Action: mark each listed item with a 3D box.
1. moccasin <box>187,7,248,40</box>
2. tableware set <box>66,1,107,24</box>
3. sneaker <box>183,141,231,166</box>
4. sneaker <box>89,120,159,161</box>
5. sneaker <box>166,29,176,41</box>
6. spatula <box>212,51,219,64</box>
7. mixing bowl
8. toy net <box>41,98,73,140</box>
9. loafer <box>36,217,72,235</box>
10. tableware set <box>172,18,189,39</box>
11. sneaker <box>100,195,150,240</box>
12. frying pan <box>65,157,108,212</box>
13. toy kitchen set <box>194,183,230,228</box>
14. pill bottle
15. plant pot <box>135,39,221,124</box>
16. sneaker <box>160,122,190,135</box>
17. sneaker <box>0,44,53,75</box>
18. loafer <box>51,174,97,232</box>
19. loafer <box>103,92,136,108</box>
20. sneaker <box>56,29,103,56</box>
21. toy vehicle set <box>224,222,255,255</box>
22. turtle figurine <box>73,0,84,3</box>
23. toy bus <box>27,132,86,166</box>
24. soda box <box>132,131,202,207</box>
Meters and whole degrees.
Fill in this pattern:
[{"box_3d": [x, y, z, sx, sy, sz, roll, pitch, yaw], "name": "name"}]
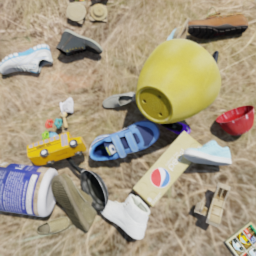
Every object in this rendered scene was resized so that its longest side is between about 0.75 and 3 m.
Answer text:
[{"box_3d": [3.836, -4.589, 12.229, 2.776, 1.015, 1.071, -10, 74, -3], "name": "moccasin"}, {"box_3d": [-1.791, -5.767, 12.608, 1.897, 0.263, 2.271, 4, 90, -4], "name": "tableware set"}, {"box_3d": [2.828, 0.846, 10.107, 2.031, 0.751, 0.832, 13, 67, -27], "name": "sneaker"}, {"box_3d": [-0.189, 0.580, 10.243, 2.832, 1.165, 1.047, -21, 97, 21], "name": "sneaker"}, {"box_3d": [1.896, -3.829, 11.760, 0.345, 0.382, 0.933, 26, 77, -10], "name": "sneaker"}, {"box_3d": [3.471, -2.202, 11.892, 0.750, 0.273, 2.654, 0, 61, 42], "name": "spatula"}, {"box_3d": [4.298, -0.210, 10.956, 1.482, 1.482, 0.803, -28, 101, -7], "name": "mixing bowl"}, {"box_3d": [-2.786, -0.322, 10.929, 0.418, 1.136, 2.166, 3, 64, 29], "name": "toy net"}, {"box_3d": [-2.736, 3.630, 10.268, 1.342, 0.452, 0.510, -19, 76, -5], "name": "loafer"}, {"box_3d": [1.696, -2.511, 10.687, 0.344, 2.967, 2.479, 25, 83, 20], "name": "tableware set"}, {"box_3d": [-0.147, 2.766, 9.870, 2.147, 0.791, 1.241, 26, 108, 32], "name": "sneaker"}, {"box_3d": [-1.514, 2.006, 10.224, 0.419, 1.557, 2.573, -20, 34, -36], "name": "frying pan"}, {"box_3d": [2.944, 2.629, 9.889, 0.922, 1.020, 1.130, 18, 35, 17], "name": "toy kitchen set"}, {"box_3d": [-4.147, 2.134, 10.020, 2.956, 1.710, 1.710, 7, 75, 2], "name": "pill bottle"}, {"box_3d": [1.353, -1.246, 9.205, 2.741, 2.741, 1.946, 39, 53, 10], "name": "plant pot"}, {"box_3d": [1.824, -0.041, 11.059, 1.388, 0.690, 0.483, 22, 95, -1], "name": "sneaker"}, {"box_3d": [-4.271, -2.672, 11.827, 2.307, 0.865, 1.000, -25, 81, -7], "name": "sneaker"}, {"box_3d": [-1.861, 2.536, 9.885, 0.985, 2.592, 0.874, 7, 38, 35], "name": "loafer"}, {"box_3d": [-0.392, -1.119, 11.365, 1.454, 0.507, 0.508, -16, 101, 18], "name": "loafer"}, {"box_3d": [-2.064, -3.340, 11.920, 1.868, 0.698, 0.992, 24, 77, 3], "name": "sneaker"}, {"box_3d": [4.593, 4.572, 10.112, 1.216, 0.260, 1.958, -35, 78, -9], "name": "toy vehicle set"}, {"box_3d": [-2.329, -6.075, 12.987, 1.060, 0.341, 0.855, -42, 79, -10], "name": "turtle figurine"}, {"box_3d": [-2.549, 0.740, 10.047, 1.984, 0.646, 0.777, -18, 51, -1], "name": "toy bus"}, {"box_3d": [1.488, 1.548, 10.590, 0.992, 0.938, 2.929, 41, 79, 11], "name": "soda box"}]
